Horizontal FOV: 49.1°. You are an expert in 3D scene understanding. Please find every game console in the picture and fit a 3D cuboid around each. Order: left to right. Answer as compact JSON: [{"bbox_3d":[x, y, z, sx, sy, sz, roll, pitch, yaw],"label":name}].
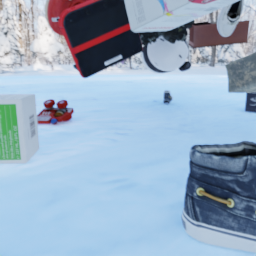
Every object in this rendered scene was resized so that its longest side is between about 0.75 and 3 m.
[{"bbox_3d":[-0.610,-2.293,6.863,1.852,1.637,0.287,-28,36,-14],"label":"game console"}]

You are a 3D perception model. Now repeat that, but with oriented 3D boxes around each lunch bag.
[{"bbox_3d":[3.734,-1.484,7.405,1.695,0.996,1.390,-4,-2,-19],"label":"lunch bag"}]

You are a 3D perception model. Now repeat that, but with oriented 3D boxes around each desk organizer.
[{"bbox_3d":[3.725,-3.931,11.616,2.318,0.892,0.831,-6,28,-1],"label":"desk organizer"}]

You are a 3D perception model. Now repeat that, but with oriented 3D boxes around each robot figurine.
[{"bbox_3d":[1.422,-3.019,11.180,1.962,1.630,2.611,-6,8,-5],"label":"robot figurine"}]

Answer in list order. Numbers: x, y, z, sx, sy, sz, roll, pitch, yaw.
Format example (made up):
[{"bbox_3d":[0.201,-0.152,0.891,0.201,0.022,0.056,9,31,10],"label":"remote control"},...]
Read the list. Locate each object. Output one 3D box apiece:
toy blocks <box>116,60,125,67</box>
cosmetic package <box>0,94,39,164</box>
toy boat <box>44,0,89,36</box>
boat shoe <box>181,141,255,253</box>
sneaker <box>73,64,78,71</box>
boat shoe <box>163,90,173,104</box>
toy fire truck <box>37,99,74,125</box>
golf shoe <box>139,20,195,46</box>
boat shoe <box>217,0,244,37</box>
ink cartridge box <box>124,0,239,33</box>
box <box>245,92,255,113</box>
[{"bbox_3d":[-0.227,-2.689,10.438,0.750,0.676,0.803,-15,13,8],"label":"toy blocks"},{"bbox_3d":[-3.378,-0.004,6.022,2.607,1.403,1.106,-2,13,-3],"label":"cosmetic package"},{"bbox_3d":[-1.400,-3.396,8.301,1.997,1.303,1.305,-26,46,-30],"label":"toy boat"},{"bbox_3d":[1.866,0.813,3.117,2.489,1.130,0.881,4,14,15],"label":"boat shoe"},{"bbox_3d":[-1.539,-2.572,9.935,0.525,1.281,0.469,22,-18,-21],"label":"sneaker"},{"bbox_3d":[2.003,-1.438,14.339,0.450,0.577,1.271,4,-13,18],"label":"boat shoe"},{"bbox_3d":[-2.580,-0.435,9.745,1.251,0.702,1.051,4,38,18],"label":"toy fire truck"},{"bbox_3d":[0.638,-3.302,8.496,2.973,1.156,1.405,-9,53,-44],"label":"golf shoe"},{"bbox_3d":[3.153,-3.406,8.507,0.610,1.696,0.557,0,56,-1],"label":"boat shoe"},{"bbox_3d":[1.053,-2.582,5.483,1.896,0.785,1.382,-7,10,46],"label":"ink cartridge box"},{"bbox_3d":[5.478,-1.281,11.721,0.934,1.262,0.658,11,19,35],"label":"box"}]
